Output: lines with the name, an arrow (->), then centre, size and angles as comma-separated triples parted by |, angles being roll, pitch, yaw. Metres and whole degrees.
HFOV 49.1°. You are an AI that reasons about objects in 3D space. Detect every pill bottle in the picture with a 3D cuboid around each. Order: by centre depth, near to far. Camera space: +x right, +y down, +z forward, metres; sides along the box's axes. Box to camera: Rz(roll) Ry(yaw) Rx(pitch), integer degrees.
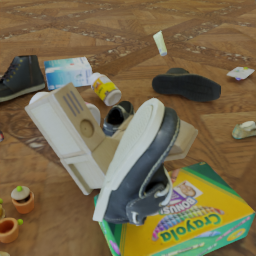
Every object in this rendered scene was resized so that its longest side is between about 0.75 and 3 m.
pill bottle -> -1.917, -0.379, 8.280 | 2.014, 1.142, 1.142 | 19, 39, 31
pill bottle -> -0.844, -1.414, 9.975 | 0.675, 0.675, 1.236 | -25, 60, -32

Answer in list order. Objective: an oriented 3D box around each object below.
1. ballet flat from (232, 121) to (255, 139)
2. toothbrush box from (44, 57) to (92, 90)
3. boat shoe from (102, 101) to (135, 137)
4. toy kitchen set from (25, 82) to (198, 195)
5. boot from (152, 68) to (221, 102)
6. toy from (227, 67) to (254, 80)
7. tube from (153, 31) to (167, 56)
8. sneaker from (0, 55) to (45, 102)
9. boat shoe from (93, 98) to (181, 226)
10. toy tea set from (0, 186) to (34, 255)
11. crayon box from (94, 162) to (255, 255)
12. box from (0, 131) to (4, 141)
ballet flat -> 3.787, -0.021, 8.396 | 1.416, 0.500, 0.500 | -11, 36, -15
toothbrush box -> -2.442, -2.236, 11.393 | 1.759, 0.750, 1.288 | -8, 35, -14
boat shoe -> -0.250, -0.340, 8.642 | 0.789, 0.743, 2.197 | 8, 33, 12
toy kitchen set -> -0.087, -0.325, 6.308 | 2.233, 2.470, 2.737 | -15, 24, 41
boot -> 2.403, -1.862, 10.752 | 2.520, 0.976, 1.743 | 17, 33, 22
toy -> 4.737, -2.236, 11.799 | 0.727, 0.298, 1.262 | 23, 41, 33
tube -> 1.364, -3.528, 11.719 | 0.306, 0.274, 1.056 | -14, 71, -6
sneaker -> -4.336, -1.831, 10.171 | 0.937, 1.331, 2.507 | 18, 35, 40
boat shoe -> 0.195, 0.666, 3.883 | 0.987, 2.920, 1.049 | 20, 54, 0
toy tea set -> -2.650, 1.822, 5.450 | 1.162, 0.723, 1.954 | 6, 35, 9
crayon box -> 0.846, 1.737, 5.516 | 2.658, 0.774, 1.578 | -14, 37, -19
box -> -4.612, 0.282, 8.093 | 1.690, 0.293, 0.930 | 12, 36, 17
